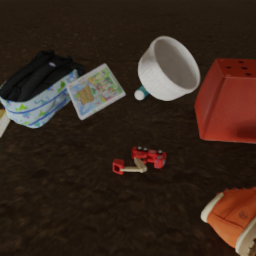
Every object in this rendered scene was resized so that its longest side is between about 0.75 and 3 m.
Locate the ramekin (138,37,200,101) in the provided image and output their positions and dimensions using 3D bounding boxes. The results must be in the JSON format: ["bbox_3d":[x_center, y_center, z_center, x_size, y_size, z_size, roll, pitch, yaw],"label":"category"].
[{"bbox_3d":[1.483,-2.178,10.780,2.355,1.236,2.355,18,57,-30],"label":"ramekin"}]

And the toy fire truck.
[{"bbox_3d":[0.360,1.019,8.384,1.442,0.351,1.017,10,36,13],"label":"toy fire truck"}]

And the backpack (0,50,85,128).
[{"bbox_3d":[-2.763,-1.169,8.687,1.954,1.842,2.395,22,39,18],"label":"backpack"}]

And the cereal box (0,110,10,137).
[{"bbox_3d":[-5.388,0.375,9.119,2.114,0.581,2.938,-1,34,-2],"label":"cereal box"}]

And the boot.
[{"bbox_3d":[2.982,1.760,6.798,2.673,1.003,1.433,-26,37,-32],"label":"boot"}]

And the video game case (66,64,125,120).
[{"bbox_3d":[-0.965,-1.066,7.917,1.375,0.167,1.511,-30,50,0],"label":"video game case"}]

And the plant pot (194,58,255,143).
[{"bbox_3d":[3.851,-1.110,9.889,2.492,2.199,2.495,4,34,5],"label":"plant pot"}]

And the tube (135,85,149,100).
[{"bbox_3d":[0.807,-1.732,12.472,0.639,0.416,1.651,26,35,12],"label":"tube"}]
